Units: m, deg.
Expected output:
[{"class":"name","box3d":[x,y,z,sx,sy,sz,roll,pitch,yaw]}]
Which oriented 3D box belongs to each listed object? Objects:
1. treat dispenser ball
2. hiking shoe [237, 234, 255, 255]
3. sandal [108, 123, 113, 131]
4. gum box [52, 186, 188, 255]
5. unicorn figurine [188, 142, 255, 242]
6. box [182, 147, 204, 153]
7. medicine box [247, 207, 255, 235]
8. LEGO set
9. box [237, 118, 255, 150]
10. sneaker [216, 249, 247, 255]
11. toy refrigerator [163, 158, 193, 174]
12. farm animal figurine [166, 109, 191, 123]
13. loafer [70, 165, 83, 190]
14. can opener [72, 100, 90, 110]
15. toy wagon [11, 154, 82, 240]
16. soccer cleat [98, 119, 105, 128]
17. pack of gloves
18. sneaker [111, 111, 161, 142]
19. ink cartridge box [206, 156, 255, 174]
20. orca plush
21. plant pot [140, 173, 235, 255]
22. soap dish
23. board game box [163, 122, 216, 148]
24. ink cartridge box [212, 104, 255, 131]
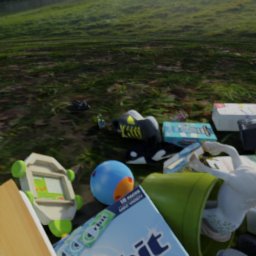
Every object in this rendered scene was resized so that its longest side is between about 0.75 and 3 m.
[{"class":"treat dispenser ball","box3d":[-0.443,1.510,7.693,1.189,1.189,1.189,0,24,0]},{"class":"hiking shoe","box3d":[3.117,2.713,5.961,1.511,0.572,0.760,26,25,28]},{"class":"sandal","box3d":[-0.509,-0.130,12.458,1.012,0.406,0.273,-25,4,-32]},{"class":"gum box","box3d":[-0.128,2.600,4.716,2.409,0.632,2.835,-34,30,-4]},{"class":"unicorn figurine","box3d":[2.068,1.266,5.560,2.035,2.962,1.094,33,51,24]},{"class":"box","box3d":[2.123,0.736,10.705,1.462,0.156,1.195,17,29,32]},{"class":"medicine box","box3d":[4.287,1.468,6.358,2.351,1.329,2.581,17,59,33]},{"class":"LEGO set","box3d":[2.154,1.384,7.770,1.294,0.975,1.683,-45,45,-3]},{"class":"box","box3d":[4.871,0.150,10.353,1.372,0.806,1.350,-11,13,19]},{"class":"sneaker","box3d":[2.820,2.856,4.763,1.048,1.149,2.804,-22,32,-39]},{"class":"toy refrigerator","box3d":[1.673,1.288,9.200,0.435,0.401,1.147,17,27,40]},{"class":"farm animal figurine","box3d":[2.390,-0.445,12.920,0.913,0.569,1.131,-1,18,44]},{"class":"loafer","box3d":[-1.752,1.555,8.660,0.428,0.440,1.205,-12,14,11]},{"class":"can opener","box3d":[-2.594,-1.220,14.896,1.302,0.512,0.413,18,69,41]},{"class":"toy wagon","box3d":[-1.914,1.730,6.946,1.832,0.467,2.361,26,33,-55]},{"class":"soccer cleat","box3d":[-1.231,-0.181,12.552,0.310,0.401,0.958,19,2,-13]},{"class":"pack of gloves","box3d":[1.685,0.984,8.379,1.327,0.262,1.115,-37,9,14]},{"class":"sneaker","box3d":[0.273,0.110,11.238,1.209,1.064,2.857,-20,20,-20]},{"class":"ink cartridge box","box3d":[3.351,1.384,8.715,1.702,0.573,0.997,-2,27,-6]},{"class":"orca plush","box3d":[1.029,0.694,9.772,2.342,0.832,1.232,0,24,9]},{"class":"plant pot","box3d":[1.258,1.838,6.471,1.889,1.962,1.962,6,22,42]},{"class":"soap dish","box3d":[-2.245,2.227,3.886,2.548,2.005,1.035,-33,-11,12]},{"class":"board game box","box3d":[2.335,0.275,10.985,1.888,0.443,1.425,3,24,4]},{"class":"ink cartridge box","box3d":[5.181,-0.481,12.578,2.478,0.836,1.443,2,24,4]}]
